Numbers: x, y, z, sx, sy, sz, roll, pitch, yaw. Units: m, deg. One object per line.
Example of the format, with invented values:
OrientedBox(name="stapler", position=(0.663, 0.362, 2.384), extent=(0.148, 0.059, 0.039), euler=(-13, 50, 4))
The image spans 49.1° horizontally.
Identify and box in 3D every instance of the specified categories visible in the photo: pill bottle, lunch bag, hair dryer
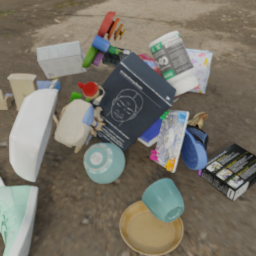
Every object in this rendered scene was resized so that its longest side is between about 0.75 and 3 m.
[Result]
OrientedBox(name="pill bottle", position=(1.606, -2.183, 9.685), extent=(1.120, 1.981, 1.120), euler=(-26, 5, 3))
OrientedBox(name="lunch bag", position=(3.069, -2.804, 13.436), extent=(1.661, 1.959, 1.245), euler=(8, 38, 12))
OrientedBox(name="hair dryer", position=(1.203, -1.363, 10.993), extent=(1.799, 0.642, 2.362), euler=(18, 56, -18))

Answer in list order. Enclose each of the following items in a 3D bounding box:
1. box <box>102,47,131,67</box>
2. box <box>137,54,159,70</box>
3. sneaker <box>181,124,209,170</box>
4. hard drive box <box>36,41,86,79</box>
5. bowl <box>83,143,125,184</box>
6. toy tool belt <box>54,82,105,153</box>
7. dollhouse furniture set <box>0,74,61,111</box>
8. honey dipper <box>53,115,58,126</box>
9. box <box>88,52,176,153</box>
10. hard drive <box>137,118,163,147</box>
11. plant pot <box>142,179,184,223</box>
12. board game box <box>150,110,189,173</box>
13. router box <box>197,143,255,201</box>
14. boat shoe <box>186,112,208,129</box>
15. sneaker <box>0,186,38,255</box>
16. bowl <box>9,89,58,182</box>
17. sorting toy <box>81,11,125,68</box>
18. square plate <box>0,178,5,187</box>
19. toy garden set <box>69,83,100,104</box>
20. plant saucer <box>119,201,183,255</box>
OrientedBox(name="box", position=(-0.462, -2.708, 10.775), extent=(1.149, 0.906, 0.293), euler=(15, 66, 7))
OrientedBox(name="box", position=(0.849, -2.503, 13.599), extent=(1.226, 1.281, 2.569), euler=(-15, 39, -19))
OrientedBox(name="sneaker", position=(2.192, 0.517, 8.968), extent=(1.007, 0.907, 2.586), euler=(6, 24, -8))
OrientedBox(name="hard drive box", position=(-2.582, -2.653, 11.066), extent=(1.648, 1.284, 0.633), euler=(-10, 71, -2))
OrientedBox(name="bowl", position=(-0.850, 1.027, 8.831), extent=(1.368, 0.716, 1.368), euler=(-6, 68, 15))
OrientedBox(name="toy tool belt", position=(-1.286, -0.263, 8.191), extent=(1.208, 1.189, 1.935), euler=(21, 77, 19))
OrientedBox(name="dollhouse furniture set", position=(-4.594, -2.096, 12.787), extent=(2.337, 1.615, 2.476), euler=(4, 37, 5))
OrientedBox(name="honey dipper", position=(-3.128, -0.511, 11.734), extent=(0.357, 0.357, 1.881), euler=(-19, 42, -24))
OrientedBox(name="box", position=(-0.076, -0.766, 9.337), extent=(2.002, 2.697, 1.444), euler=(41, 32, -7))
OrientedBox(name="hard drive", position=(0.500, -0.288, 11.366), extent=(1.603, 0.308, 2.429), euler=(-32, 47, -29))
OrientedBox(name="plant pot", position=(0.982, 1.968, 7.329), extent=(0.994, 0.994, 0.797), euler=(-17, 43, -21))
OrientedBox(name="board game box", position=(1.220, 0.317, 8.810), extent=(0.232, 1.794, 1.795), euler=(12, 3, -14))
OrientedBox(name="router box", position=(3.439, 1.358, 9.117), extent=(1.883, 0.481, 1.404), euler=(-24, 43, -29))
OrientedBox(name="boat shoe", position=(2.694, -0.123, 11.132), extent=(1.407, 0.532, 0.520), euler=(-31, 52, -23))
OrientedBox(name="sneaker", position=(-3.232, 2.471, 7.052), extent=(1.569, 0.979, 2.660), euler=(7, 26, -14))
OrientedBox(name="bowl", position=(-2.737, 0.181, 8.003), extent=(0.851, 2.277, 2.281), euler=(13, 51, -12))
OrientedBox(name="sorting toy", position=(-0.705, -2.617, 8.867), extent=(0.827, 2.014, 1.210), euler=(26, 20, -14))
OrientedBox(name="square plate", position=(-4.765, 1.958, 8.487), extent=(1.828, 0.260, 1.811), euler=(-23, 42, -28))
OrientedBox(name="toy garden set", position=(-1.129, -0.949, 10.717), extent=(2.109, 1.758, 0.421), euler=(24, 33, 5))
OrientedBox(name="plant saucer", position=(0.614, 2.689, 7.500), extent=(1.682, 0.298, 1.682), euler=(0, 37, 0))
